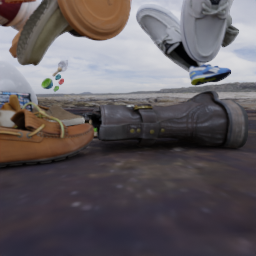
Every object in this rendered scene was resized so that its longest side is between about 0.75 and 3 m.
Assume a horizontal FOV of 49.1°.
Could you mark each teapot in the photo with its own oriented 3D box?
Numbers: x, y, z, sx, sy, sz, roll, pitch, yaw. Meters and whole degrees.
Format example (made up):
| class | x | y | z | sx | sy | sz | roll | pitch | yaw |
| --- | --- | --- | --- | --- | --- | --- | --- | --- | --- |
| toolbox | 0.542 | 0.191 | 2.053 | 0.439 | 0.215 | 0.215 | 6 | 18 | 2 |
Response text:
| class | x | y | z | sx | sy | sz | roll | pitch | yaw |
| --- | --- | --- | --- | --- | --- | --- | --- | --- | --- |
| teapot | -5.869 | -1.475 | 12.918 | 2.957 | 2.996 | 2.188 | 35 | 63 | 26 |

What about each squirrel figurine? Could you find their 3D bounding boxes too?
| class | x | y | z | sx | sy | sz | roll | pitch | yaw |
| --- | --- | --- | --- | --- | --- | --- | --- | --- | --- |
| squirrel figurine | -2.319 | -0.002 | 4.746 | 1.059 | 0.803 | 1.135 | -12 | -6 | -16 |

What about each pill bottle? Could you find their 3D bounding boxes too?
| class | x | y | z | sx | sy | sz | roll | pitch | yaw |
| --- | --- | --- | --- | --- | --- | --- | --- | --- | --- |
| pill bottle | -3.694 | -3.656 | 7.761 | 1.324 | 1.324 | 2.319 | 3 | -9 | 36 |

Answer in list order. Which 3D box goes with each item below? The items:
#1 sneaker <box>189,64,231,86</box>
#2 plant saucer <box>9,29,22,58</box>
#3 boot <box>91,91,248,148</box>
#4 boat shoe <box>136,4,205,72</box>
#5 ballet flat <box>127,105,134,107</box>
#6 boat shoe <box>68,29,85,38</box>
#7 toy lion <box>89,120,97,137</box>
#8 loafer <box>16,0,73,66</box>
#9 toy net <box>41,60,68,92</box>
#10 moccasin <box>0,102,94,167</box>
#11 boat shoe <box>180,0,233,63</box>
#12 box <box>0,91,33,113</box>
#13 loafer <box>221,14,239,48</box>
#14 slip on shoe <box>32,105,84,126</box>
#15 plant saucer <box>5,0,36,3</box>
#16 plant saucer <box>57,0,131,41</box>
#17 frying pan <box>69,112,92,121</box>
| class | x | y | z | sx | sy | sz | roll | pitch | yaw |
| --- | --- | --- | --- | --- | --- | --- | --- | --- | --- |
| sneaker | 1.546 | -1.055 | 5.291 | 0.851 | 0.350 | 0.315 | -9 | -25 | -15 |
| plant saucer | -2.153 | -2.924 | 7.937 | 2.834 | 0.457 | 2.834 | -29 | 20 | 11 |
| boot | 0.525 | -0.210 | 5.033 | 2.357 | 0.937 | 2.708 | 0 | 7 | -4 |
| boat shoe | 1.430 | -2.835 | 9.075 | 2.881 | 0.942 | 1.060 | 32 | -42 | -13 |
| ballet flat | 0.398 | -0.709 | 12.731 | 1.977 | 0.699 | 0.699 | 0 | 5 | -1 |
| boat shoe | -1.347 | -3.278 | 9.330 | 1.679 | 0.604 | 0.544 | 9 | 19 | 24 |
| toy lion | -0.758 | 0.016 | 6.309 | 1.073 | 0.369 | 1.029 | -4 | -1 | -44 |
| loafer | -1.363 | -2.283 | 5.727 | 0.871 | 2.550 | 0.965 | 32 | 0 | -38 |
| toy net | -2.785 | -2.161 | 11.135 | 0.831 | 1.585 | 0.306 | 11 | -23 | 36 |
| moccasin | -1.194 | 0.051 | 3.251 | 1.807 | 0.698 | 0.661 | -3 | 6 | -36 |
| boat shoe | 1.547 | -2.540 | 5.408 | 0.976 | 2.653 | 0.867 | -5 | 25 | 1 |
| box | -4.631 | -0.814 | 10.295 | 2.116 | 0.487 | 1.682 | 2 | 30 | -25 |
| loafer | 2.649 | -3.105 | 8.259 | 0.738 | 0.740 | 2.115 | -40 | -30 | 27 |
| slip on shoe | -2.336 | -0.413 | 9.085 | 2.196 | 0.665 | 0.835 | 4 | 6 | 38 |
| plant saucer | -2.725 | -3.259 | 7.107 | 0.760 | 0.123 | 0.760 | -4 | 20 | 2 |
| plant saucer | -0.594 | -2.659 | 5.581 | 1.760 | 1.760 | 0.284 | -4 | 10 | -42 |
| frying pan | -1.353 | -0.469 | 11.307 | 1.639 | 0.441 | 2.709 | 2 | 7 | 33 |
